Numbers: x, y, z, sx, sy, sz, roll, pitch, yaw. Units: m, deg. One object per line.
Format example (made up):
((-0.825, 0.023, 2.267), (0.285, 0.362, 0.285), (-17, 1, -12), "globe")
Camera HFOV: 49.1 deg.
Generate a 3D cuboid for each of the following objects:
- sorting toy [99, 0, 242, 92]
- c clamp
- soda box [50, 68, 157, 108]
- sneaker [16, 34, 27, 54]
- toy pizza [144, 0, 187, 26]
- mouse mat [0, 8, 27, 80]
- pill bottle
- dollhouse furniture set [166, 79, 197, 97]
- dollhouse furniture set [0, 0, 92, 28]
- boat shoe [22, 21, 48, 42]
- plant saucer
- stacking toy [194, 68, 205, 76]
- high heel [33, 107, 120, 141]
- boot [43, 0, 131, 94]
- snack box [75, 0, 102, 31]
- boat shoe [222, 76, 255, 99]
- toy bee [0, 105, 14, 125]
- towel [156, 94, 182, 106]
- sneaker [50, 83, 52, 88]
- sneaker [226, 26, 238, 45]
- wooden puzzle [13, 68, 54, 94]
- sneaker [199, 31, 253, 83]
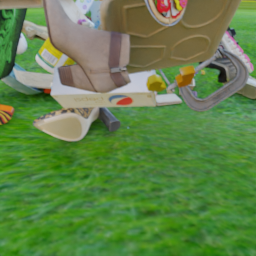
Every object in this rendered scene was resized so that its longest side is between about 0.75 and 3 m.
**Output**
((0.607, -1.321, 4.571), (2.019, 2.710, 0.363), (-15, 72, -5), "sorting toy")
((1.733, -1.202, 6.439), (1.764, 1.507, 0.239), (-28, -13, 18), "c clamp")
((-0.594, -1.075, 7.333), (2.635, 0.898, 0.839), (-1, 71, 12), "soda box")
((-3.807, -2.793, 7.866), (0.755, 2.083, 1.188), (-44, 30, 8), "sneaker")
((0.434, -1.485, 2.972), (0.760, 0.760, 0.120), (-26, 25, -39), "toy pizza")
((-2.692, -2.227, 6.043), (0.109, 2.894, 2.328), (22, 22, -7), "mouse mat")
((-2.064, -2.831, 9.364), (1.168, 2.070, 1.168), (36, 14, -11), "pill bottle")
((2.327, -2.126, 11.862), (1.240, 1.110, 1.564), (5, 29, 10), "dollhouse furniture set")
((-1.614, -2.057, 5.407), (1.723, 1.365, 1.223), (-18, 64, -32), "dollhouse furniture set")
((-3.318, -3.306, 9.673), (1.520, 0.494, 0.548), (12, -4, -13), "boat shoe")
((-4.643, -2.122, 11.268), (2.647, 0.476, 2.647), (40, 7, -6), "plant saucer")
((3.316, -2.834, 14.158), (0.671, 0.209, 0.890), (-15, 30, -28), "stacking toy")
((-1.801, -0.460, 8.812), (2.704, 0.965, 1.927), (-2, 31, -34), "high heel")
((-0.453, -1.057, 3.490), (0.960, 1.313, 0.461), (-5, 29, 4), "boot")
((-1.286, -4.478, 11.428), (0.700, 1.879, 2.642), (34, 7, 13), "snack box")
((4.821, -1.834, 11.791), (0.713, 0.779, 2.085), (-12, 39, -28), "boat shoe")
((-4.894, -0.514, 9.232), (2.011, 1.093, 1.316), (28, 24, 0), "toy bee")
((1.487, -1.093, 10.950), (1.063, 0.183, 0.705), (-6, 31, -12), "towel")
((-2.287, -1.447, 11.300), (1.649, 0.646, 0.741), (-3, 66, -30), "sneaker")
((2.513, -3.529, 8.991), (0.950, 2.564, 1.135), (-22, 4, -35), "sneaker")
((-3.770, -1.905, 11.853), (2.008, 0.465, 1.860), (6, 24, -31), "wooden puzzle")
((2.348, -2.337, 8.046), (2.674, 1.169, 0.986), (46, 28, -11), "sneaker")
